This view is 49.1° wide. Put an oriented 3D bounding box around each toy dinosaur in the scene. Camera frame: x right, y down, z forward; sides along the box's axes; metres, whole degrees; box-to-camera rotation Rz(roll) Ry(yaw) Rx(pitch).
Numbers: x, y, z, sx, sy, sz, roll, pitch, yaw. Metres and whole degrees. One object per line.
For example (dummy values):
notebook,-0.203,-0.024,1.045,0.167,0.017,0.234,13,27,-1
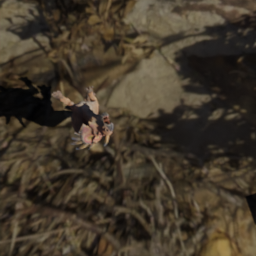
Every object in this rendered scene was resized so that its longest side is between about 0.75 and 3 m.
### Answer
toy dinosaur,-1.163,-0.107,7.871,1.135,2.645,1.793,-21,80,-8
